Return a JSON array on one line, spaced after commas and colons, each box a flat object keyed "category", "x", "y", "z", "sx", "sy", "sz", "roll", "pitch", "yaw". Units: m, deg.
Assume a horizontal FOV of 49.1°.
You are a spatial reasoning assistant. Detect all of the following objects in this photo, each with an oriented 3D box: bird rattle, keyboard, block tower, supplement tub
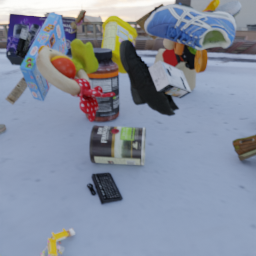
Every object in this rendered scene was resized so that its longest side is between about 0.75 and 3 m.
[{"category": "bird rattle", "x": -1.537, "y": -1.295, "z": 7.383, "sx": 1.894, "sy": 1.309, "sz": 2.324, "roll": 19, "pitch": 43, "yaw": -38}, {"category": "keyboard", "x": -0.658, "y": 1.503, "z": 7.151, "sx": 0.751, "sy": 0.160, "sz": 1.250, "roll": -7, "pitch": 23, "yaw": -16}, {"category": "block tower", "x": -3.918, "y": -1.376, "z": 10.051, "sx": 0.362, "sy": 0.338, "sz": 1.251, "roll": -31, "pitch": 30, "yaw": 35}, {"category": "supplement tub", "x": -1.109, "y": -1.769, "z": 11.485, "sx": 1.506, "sy": 2.815, "sz": 1.506, "roll": 0, "pitch": 23, "yaw": 0}]

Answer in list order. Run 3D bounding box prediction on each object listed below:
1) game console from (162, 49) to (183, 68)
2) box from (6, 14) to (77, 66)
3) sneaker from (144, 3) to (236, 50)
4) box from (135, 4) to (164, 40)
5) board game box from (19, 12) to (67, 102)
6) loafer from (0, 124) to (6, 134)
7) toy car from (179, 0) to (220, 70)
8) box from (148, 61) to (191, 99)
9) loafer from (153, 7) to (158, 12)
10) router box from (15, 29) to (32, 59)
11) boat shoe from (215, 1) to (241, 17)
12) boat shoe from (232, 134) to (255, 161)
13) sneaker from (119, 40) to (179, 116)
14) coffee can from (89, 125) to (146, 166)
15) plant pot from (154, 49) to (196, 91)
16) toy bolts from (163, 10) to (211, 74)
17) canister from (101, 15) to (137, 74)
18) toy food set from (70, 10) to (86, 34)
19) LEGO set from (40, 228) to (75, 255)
[{"category": "game console", "x": 2.340, "y": -3.282, "z": 12.928, "sx": 1.262, "sy": 0.869, "sz": 1.465, "roll": -3, "pitch": 55, "yaw": -6}, {"category": "box", "x": -3.614, "y": -3.650, "z": 11.977, "sx": 2.730, "sy": 1.927, "sz": 1.077, "roll": 2, "pitch": -5, "yaw": -8}, {"category": "sneaker", "x": 1.729, "y": -2.770, "z": 7.804, "sx": 2.580, "sy": 0.977, "sz": 0.994, "roll": 4, "pitch": 52, "yaw": 7}, {"category": "box", "x": 1.355, "y": -4.845, "z": 12.921, "sx": 1.406, "sy": 0.183, "sz": 1.720, "roll": -27, "pitch": -23, "yaw": 25}, {"category": "board game box", "x": -2.686, "y": -2.306, "z": 9.261, "sx": 0.424, "sy": 1.753, "sz": 2.317, "roll": 17, "pitch": 65, "yaw": 4}, {"category": "loafer", "x": -5.120, "y": 0.081, "z": 10.131, "sx": 0.535, "sy": 0.468, "sz": 1.487, "roll": 15, "pitch": 27, "yaw": 32}, {"category": "toy car", "x": 3.027, "y": -3.611, "z": 11.029, "sx": 1.446, "sy": 2.948, "sz": 0.981, "roll": 39, "pitch": 57, "yaw": -4}, {"category": "box", "x": 0.998, "y": -1.108, "z": 6.560, "sx": 0.333, "sy": 0.645, "sz": 1.106, "roll": -31, "pitch": -22, "yaw": 32}, {"category": "loafer", "x": 1.111, "y": -3.630, "z": 9.159, "sx": 0.372, "sy": 0.384, "sz": 1.095, "roll": 2, "pitch": 34, "yaw": -27}, {"category": "router box", "x": -4.050, "y": -3.232, "z": 10.851, "sx": 0.260, "sy": 1.016, "sz": 0.758, "roll": 18, "pitch": 4, "yaw": -10}, {"category": "boat shoe", "x": 3.559, "y": -4.232, "z": 10.980, "sx": 0.874, "sy": 0.753, "sz": 2.427, "roll": -46, "pitch": 18, "yaw": -11}, {"category": "boat shoe", "x": 4.118, "y": 0.273, "z": 8.248, "sx": 2.034, "sy": 0.691, "sz": 0.732, "roll": -24, "pitch": -11, "yaw": 6}, {"category": "sneaker", "x": 0.589, "y": -1.348, "z": 7.590, "sx": 1.159, "sy": 2.222, "sz": 0.667, "roll": -2, "pitch": 27, "yaw": 28}, {"category": "coffee can", "x": -0.270, "y": 0.512, "z": 8.243, "sx": 1.538, "sy": 1.126, "sz": 1.126, "roll": 2, "pitch": 23, "yaw": 5}, {"category": "plant pot", "x": 2.418, "y": -2.899, "z": 15.390, "sx": 2.213, "sy": 2.216, "sz": 1.962, "roll": 11, "pitch": 36, "yaw": 24}, {"category": "toy bolts", "x": 1.981, "y": -2.939, "z": 9.535, "sx": 1.334, "sy": 1.924, "sz": 1.837, "roll": 0, "pitch": 61, "yaw": -2}, {"category": "canister", "x": -0.427, "y": -3.673, "z": 12.470, "sx": 1.626, "sy": 2.189, "sz": 0.948, "roll": 25, "pitch": -36, "yaw": -33}, {"category": "toy food set", "x": -1.999, "y": -4.318, "z": 11.211, "sx": 0.182, "sy": 1.154, "sz": 0.734, "roll": 43, "pitch": 43, "yaw": -2}, {"category": "LEGO set", "x": -1.367, "y": 2.256, "z": 5.263, "sx": 0.472, "sy": 0.382, "sz": 1.026, "roll": 34, "pitch": 16, "yaw": -8}]
